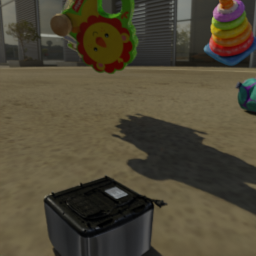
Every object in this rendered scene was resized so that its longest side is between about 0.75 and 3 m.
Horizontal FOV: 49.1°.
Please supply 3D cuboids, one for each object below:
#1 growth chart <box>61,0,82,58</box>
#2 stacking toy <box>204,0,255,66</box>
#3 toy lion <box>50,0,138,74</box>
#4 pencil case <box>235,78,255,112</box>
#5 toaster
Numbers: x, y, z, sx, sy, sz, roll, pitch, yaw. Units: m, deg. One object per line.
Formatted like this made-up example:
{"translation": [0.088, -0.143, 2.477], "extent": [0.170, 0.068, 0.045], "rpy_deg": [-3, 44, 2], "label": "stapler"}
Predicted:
{"translation": [-1.377, -3.312, 10.443], "extent": [2.920, 2.113, 0.259], "rpy_deg": [33, 47, -22], "label": "growth chart"}
{"translation": [2.856, -3.111, 7.991], "extent": [1.297, 2.364, 1.372], "rpy_deg": [-39, 48, -4], "label": "stacking toy"}
{"translation": [-0.750, -3.025, 8.297], "extent": [2.632, 2.746, 0.943], "rpy_deg": [36, 41, -8], "label": "toy lion"}
{"translation": [5.130, -1.022, 9.599], "extent": [1.177, 1.278, 2.766], "rpy_deg": [14, 7, -33], "label": "pencil case"}
{"translation": [-0.281, 1.046, 3.134], "extent": [0.956, 0.628, 1.058], "rpy_deg": [-12, 19, -39], "label": "toaster"}
